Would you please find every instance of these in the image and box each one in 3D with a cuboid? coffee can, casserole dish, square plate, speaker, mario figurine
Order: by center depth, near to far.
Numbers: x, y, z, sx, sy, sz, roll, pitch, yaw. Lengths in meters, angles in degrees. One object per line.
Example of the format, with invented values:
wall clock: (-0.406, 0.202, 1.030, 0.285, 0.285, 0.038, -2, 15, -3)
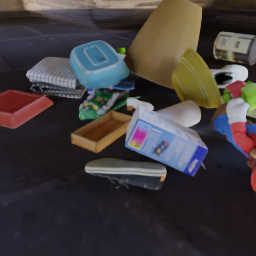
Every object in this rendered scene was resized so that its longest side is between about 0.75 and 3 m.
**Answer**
mario figurine: (3.068, 0.278, 6.024, 1.838, 1.578, 2.977, 1, 25, -10)
speaker: (1.155, -0.192, 7.794, 1.881, 0.764, 0.764, -21, 34, -33)
square plate: (4.778, -0.954, 9.658, 2.627, 0.377, 2.652, -24, 36, -39)
casserole dish: (-1.113, -2.363, 9.936, 1.733, 0.555, 2.861, -21, 44, -12)
coffee can: (5.680, -4.169, 14.578, 1.956, 1.431, 1.431, 25, 37, 39)

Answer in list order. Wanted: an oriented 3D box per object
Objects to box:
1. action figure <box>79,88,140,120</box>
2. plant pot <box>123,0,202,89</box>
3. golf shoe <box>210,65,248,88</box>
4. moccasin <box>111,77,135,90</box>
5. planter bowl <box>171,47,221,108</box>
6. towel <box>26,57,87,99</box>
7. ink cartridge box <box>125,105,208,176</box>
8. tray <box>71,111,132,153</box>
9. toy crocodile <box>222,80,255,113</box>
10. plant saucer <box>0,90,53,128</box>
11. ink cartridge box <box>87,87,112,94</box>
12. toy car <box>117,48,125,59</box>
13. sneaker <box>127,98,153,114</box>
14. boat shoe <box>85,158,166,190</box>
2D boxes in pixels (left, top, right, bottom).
action figure: (-0.785, -0.883, 9.151, 1.559, 0.722, 2.639, 13, 31, 21)
plant pot: (1.530, -3.311, 10.578, 2.703, 2.900, 2.703, 20, 23, -9)
golf shoe: (3.744, -1.854, 10.585, 2.366, 0.927, 1.150, -13, 18, -18)
moccasin: (-0.659, -1.867, 9.746, 2.028, 0.692, 0.816, 22, 26, 24)
planter bowl: (2.006, -1.386, 9.006, 0.909, 2.182, 2.182, -28, 29, 4)
towel: (-2.507, -1.911, 10.807, 1.945, 1.005, 2.349, 9, 32, 2)
ink cartridge box: (0.923, 0.290, 6.182, 1.871, 0.714, 1.277, 23, 16, -5)
tray: (-0.640, 0.055, 7.799, 0.880, 0.330, 1.784, 18, 33, 29)
toy crocodile: (3.266, -0.968, 8.157, 0.957, 0.876, 2.836, -27, 10, 18)
plant saucer: (-3.843, -0.748, 9.217, 1.973, 0.362, 1.969, 11, 31, 20)
ink cartridge box: (-1.070, -1.463, 10.650, 0.708, 0.249, 1.186, 16, 28, 6)
toy car: (-0.768, -3.152, 13.155, 1.065, 1.109, 1.350, -17, 22, -29)
sneaker: (0.354, -0.587, 8.661, 1.065, 0.451, 0.388, 11, -11, -40)
boat shoe: (-0.070, 0.972, 5.776, 1.695, 0.527, 0.632, 5, 15, 6)
